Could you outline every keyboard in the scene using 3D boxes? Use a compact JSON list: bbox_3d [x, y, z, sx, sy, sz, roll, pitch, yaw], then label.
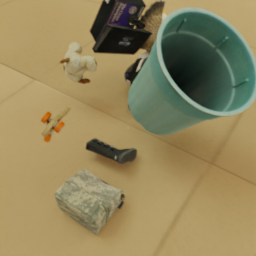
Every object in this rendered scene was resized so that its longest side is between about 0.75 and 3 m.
[{"bbox_3d":[-0.054,-2.901,8.796,0.297,1.389,2.314,53,34,12],"label":"keyboard"}]

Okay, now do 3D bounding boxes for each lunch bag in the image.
[{"bbox_3d":[-0.977,1.843,7.360,1.471,1.025,1.234,26,53,22],"label":"lunch bag"}]

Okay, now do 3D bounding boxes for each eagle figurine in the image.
[{"bbox_3d":[1.347,-3.579,10.935,2.204,2.192,2.904,-28,12,-3],"label":"eagle figurine"}]

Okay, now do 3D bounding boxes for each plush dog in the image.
[{"bbox_3d":[-1.815,-2.032,9.540,1.089,1.166,1.357,-35,69,-29],"label":"plush dog"}]

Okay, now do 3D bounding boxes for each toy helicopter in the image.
[{"bbox_3d":[-1.672,-0.148,6.555,0.458,0.769,1.162,36,33,-6],"label":"toy helicopter"}]

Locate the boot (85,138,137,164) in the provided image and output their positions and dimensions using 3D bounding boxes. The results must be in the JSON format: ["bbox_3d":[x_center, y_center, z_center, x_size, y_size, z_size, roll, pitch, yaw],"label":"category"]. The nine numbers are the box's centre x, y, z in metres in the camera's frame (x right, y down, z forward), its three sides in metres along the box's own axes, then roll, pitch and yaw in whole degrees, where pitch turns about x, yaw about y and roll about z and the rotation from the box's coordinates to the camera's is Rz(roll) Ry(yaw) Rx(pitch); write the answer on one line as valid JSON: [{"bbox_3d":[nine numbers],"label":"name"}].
[{"bbox_3d":[-0.507,0.680,8.666,1.316,0.432,1.085,16,8,27],"label":"boot"}]

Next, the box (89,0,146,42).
[{"bbox_3d":[-0.380,-3.669,9.446,1.221,1.731,0.682,-11,63,-36],"label":"box"}]

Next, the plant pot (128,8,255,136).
[{"bbox_3d":[1.342,-1.084,7.202,2.655,2.600,2.655,8,68,-20],"label":"plant pot"}]

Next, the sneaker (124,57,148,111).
[{"bbox_3d":[0.311,-1.583,10.728,1.345,0.879,2.405,2,63,46],"label":"sneaker"}]
